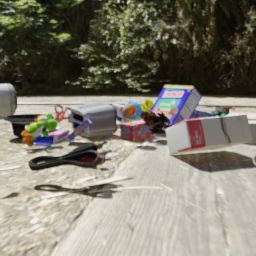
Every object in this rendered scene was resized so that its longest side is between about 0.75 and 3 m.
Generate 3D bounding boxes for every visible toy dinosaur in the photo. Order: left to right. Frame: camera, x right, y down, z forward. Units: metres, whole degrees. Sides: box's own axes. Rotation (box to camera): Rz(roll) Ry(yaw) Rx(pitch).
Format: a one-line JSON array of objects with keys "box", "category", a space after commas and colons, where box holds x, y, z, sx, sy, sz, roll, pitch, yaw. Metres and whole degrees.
[{"box": [1.330, -0.281, 11.987, 1.916, 0.979, 1.300, 4, 7, 1], "category": "toy dinosaur"}]

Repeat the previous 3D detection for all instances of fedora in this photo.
[{"box": [-4.461, -0.064, 12.737, 2.148, 0.981, 2.148, 1, 9, 0], "category": "fedora"}]

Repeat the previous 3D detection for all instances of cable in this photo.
[{"box": [-1.408, 0.864, 6.890, 2.088, 0.526, 1.014, -19, 34, -1], "category": "cable"}]

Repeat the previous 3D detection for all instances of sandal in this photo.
[{"box": [0.017, -0.827, 15.338, 0.860, 1.150, 3.001, -18, 26, -22], "category": "sandal"}, {"box": [0.661, -0.673, 13.690, 1.663, 0.661, 0.724, -37, -29, 17], "category": "sandal"}]

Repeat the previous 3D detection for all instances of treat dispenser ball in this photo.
[{"box": [0.162, -0.696, 11.286, 0.764, 0.764, 0.764, 0, 10, 0], "category": "treat dispenser ball"}]

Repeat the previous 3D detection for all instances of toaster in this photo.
[{"box": [-1.634, -0.374, 13.330, 1.662, 1.462, 2.573, -11, 19, -32], "category": "toaster"}]

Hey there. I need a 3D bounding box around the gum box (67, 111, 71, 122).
[{"box": [-2.738, -0.824, 18.469, 2.459, 0.548, 2.089, -1, 10, -12], "category": "gum box"}]

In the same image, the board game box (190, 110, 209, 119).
[{"box": [3.482, -0.471, 14.466, 1.295, 0.870, 0.290, 12, -21, -4], "category": "board game box"}]

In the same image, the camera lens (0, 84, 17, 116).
[{"box": [-9.519, -1.955, 19.960, 2.846, 2.276, 2.276, -6, 11, -29], "category": "camera lens"}]

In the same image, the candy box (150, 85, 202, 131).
[{"box": [2.167, -0.923, 13.768, 0.908, 2.358, 1.994, 43, -18, -33], "category": "candy box"}]

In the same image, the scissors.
[{"box": [-3.008, -0.260, 12.022, 0.812, 0.155, 2.221, 25, 40, -14], "category": "scissors"}]

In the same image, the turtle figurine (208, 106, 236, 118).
[{"box": [5.418, -0.717, 16.391, 1.777, 1.195, 2.374, 6, 17, 33], "category": "turtle figurine"}]

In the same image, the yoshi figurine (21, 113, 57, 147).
[{"box": [-3.325, 0.054, 10.846, 0.872, 0.869, 1.552, -8, 34, 40], "category": "yoshi figurine"}]

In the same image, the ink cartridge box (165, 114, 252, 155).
[{"box": [2.653, 0.242, 9.401, 2.282, 0.945, 1.672, -5, -11, -16], "category": "ink cartridge box"}]

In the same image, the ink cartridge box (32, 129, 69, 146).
[{"box": [-3.376, 0.386, 12.089, 0.957, 0.375, 2.021, 2, 12, 11], "category": "ink cartridge box"}]

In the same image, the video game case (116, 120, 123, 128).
[{"box": [-1.202, -0.469, 16.112, 2.112, 0.275, 2.320, 19, 18, 28], "category": "video game case"}]

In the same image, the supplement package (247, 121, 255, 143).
[{"box": [5.129, 0.158, 11.825, 1.116, 0.847, 0.840, 0, 10, 2], "category": "supplement package"}]

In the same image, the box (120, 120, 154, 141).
[{"box": [0.416, 0.100, 12.523, 0.758, 0.726, 1.521, 9, 13, 41], "category": "box"}]

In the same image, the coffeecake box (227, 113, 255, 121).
[{"box": [6.210, -0.243, 14.319, 2.165, 0.791, 1.662, 6, 13, 33], "category": "coffeecake box"}]

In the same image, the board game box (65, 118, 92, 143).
[{"box": [-2.028, 0.095, 11.560, 1.161, 0.260, 0.780, -42, 6, 1], "category": "board game box"}]

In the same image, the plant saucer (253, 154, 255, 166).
[{"box": [4.360, 1.012, 7.677, 1.719, 0.304, 1.719, -9, 18, 3], "category": "plant saucer"}]
